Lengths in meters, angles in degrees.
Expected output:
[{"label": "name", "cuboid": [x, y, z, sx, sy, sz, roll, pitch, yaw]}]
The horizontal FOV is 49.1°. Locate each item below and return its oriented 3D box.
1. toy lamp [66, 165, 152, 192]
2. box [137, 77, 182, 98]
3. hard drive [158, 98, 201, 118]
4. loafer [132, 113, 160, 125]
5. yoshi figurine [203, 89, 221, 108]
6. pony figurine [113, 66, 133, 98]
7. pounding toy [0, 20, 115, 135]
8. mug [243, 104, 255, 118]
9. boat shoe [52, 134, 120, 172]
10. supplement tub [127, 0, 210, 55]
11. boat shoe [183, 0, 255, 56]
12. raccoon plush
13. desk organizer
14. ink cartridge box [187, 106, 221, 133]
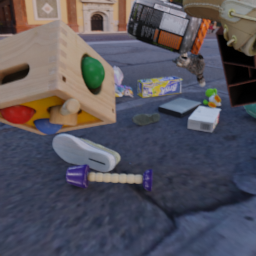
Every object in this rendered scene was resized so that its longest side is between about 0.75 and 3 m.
[{"label": "toy lamp", "cuboid": [-0.472, 1.252, 7.030, 2.140, 0.623, 0.623, 4, 24, 3]}, {"label": "box", "cuboid": [1.644, -2.134, 14.528, 2.263, 0.793, 0.728, -10, 25, -20]}, {"label": "hard drive", "cuboid": [2.287, -0.913, 12.374, 1.174, 0.277, 1.682, 19, 30, 37]}, {"label": "loafer", "cuboid": [0.655, -0.349, 11.008, 1.272, 0.457, 0.400, -6, 6, -31]}, {"label": "yoshi figurine", "cuboid": [3.888, -1.438, 13.058, 0.767, 0.764, 1.365, -2, 20, 12]}, {"label": "pony figurine", "cuboid": [-0.738, -1.969, 13.795, 1.748, 1.508, 1.810, 47, 39, 17]}, {"label": "pounding toy", "cuboid": [-1.170, -0.536, 4.461, 2.147, 1.526, 1.976, -9, -17, 23]}, {"label": "mug", "cuboid": [5.500, -0.960, 10.871, 1.813, 1.364, 2.206, 12, 29, -16]}, {"label": "boat shoe", "cuboid": [-1.245, 0.734, 8.219, 2.130, 0.767, 0.661, 21, 15, 22]}, {"label": "supplement tub", "cuboid": [1.046, -2.660, 7.299, 1.950, 1.195, 1.195, 20, 26, 5]}, {"label": "boat shoe", "cuboid": [1.900, -1.542, 4.065, 1.082, 0.970, 2.923, 1, 21, -42]}, {"label": "raccoon plush", "cuboid": [1.911, -1.757, 8.677, 0.860, 1.284, 0.621, -21, 14, -6]}, {"label": "desk organizer", "cuboid": [2.525, -1.320, 5.783, 0.799, 2.228, 0.858, 24, 68, 41]}, {"label": "ink cartridge box", "cuboid": [3.008, -0.370, 10.947, 0.933, 0.431, 1.712, 11, 25, 24]}]
